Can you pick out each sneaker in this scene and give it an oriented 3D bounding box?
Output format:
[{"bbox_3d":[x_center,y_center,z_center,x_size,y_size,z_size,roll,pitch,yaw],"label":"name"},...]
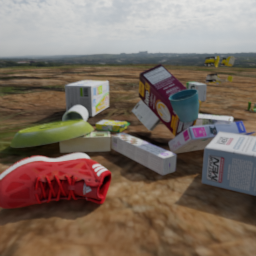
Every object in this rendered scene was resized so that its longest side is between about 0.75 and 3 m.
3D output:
[{"bbox_3d":[-1.274,1.060,5.378,1.333,0.904,2.308,13,21,41],"label":"sneaker"}]

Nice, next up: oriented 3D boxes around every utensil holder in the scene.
[{"bbox_3d":[-1.956,-0.379,10.518,0.797,0.797,0.938,1,17,2],"label":"utensil holder"}]

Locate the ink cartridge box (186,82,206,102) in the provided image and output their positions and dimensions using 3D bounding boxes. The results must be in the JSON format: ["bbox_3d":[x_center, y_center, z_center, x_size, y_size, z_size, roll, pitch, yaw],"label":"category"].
[{"bbox_3d":[3.973,-2.135,16.462,0.561,0.990,1.351,-6,16,-19],"label":"ink cartridge box"}]

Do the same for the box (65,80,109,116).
[{"bbox_3d":[-1.872,-1.475,13.356,1.254,1.392,2.475,4,16,13],"label":"box"}]

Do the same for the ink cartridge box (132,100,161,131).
[{"bbox_3d":[0.675,-0.464,10.261,1.096,0.597,0.276,49,18,30],"label":"ink cartridge box"}]

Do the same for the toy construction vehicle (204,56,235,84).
[{"bbox_3d":[3.171,-2.013,9.770,0.403,0.995,1.143,24,-13,-39],"label":"toy construction vehicle"}]

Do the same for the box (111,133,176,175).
[{"bbox_3d":[0.331,0.637,7.617,0.449,0.480,2.319,-11,18,-34],"label":"box"}]

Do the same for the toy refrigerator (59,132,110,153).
[{"bbox_3d":[-1.270,0.395,8.376,1.465,0.512,0.556,-1,16,-4],"label":"toy refrigerator"}]

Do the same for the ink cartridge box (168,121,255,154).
[{"bbox_3d":[2.342,0.265,7.916,2.096,0.440,1.251,-4,-20,-20],"label":"ink cartridge box"}]

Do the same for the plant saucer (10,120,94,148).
[{"bbox_3d":[-2.361,0.104,8.709,2.545,0.395,2.545,-10,7,1],"label":"plant saucer"}]

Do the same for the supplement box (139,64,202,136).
[{"bbox_3d":[1.339,-0.976,9.540,0.941,1.212,2.197,-27,57,-19],"label":"supplement box"}]

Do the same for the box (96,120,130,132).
[{"bbox_3d":[-0.560,-0.071,10.480,1.137,0.275,0.667,3,16,23],"label":"box"}]

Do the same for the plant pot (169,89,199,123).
[{"bbox_3d":[1.654,-0.597,7.944,0.813,0.764,0.813,-17,21,7],"label":"plant pot"}]

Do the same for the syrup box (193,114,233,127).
[{"bbox_3d":[2.899,-0.108,9.983,1.528,0.602,0.622,7,17,23],"label":"syrup box"}]

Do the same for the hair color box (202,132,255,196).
[{"bbox_3d":[3.238,0.865,6.018,2.925,0.887,1.448,10,18,28],"label":"hair color box"}]

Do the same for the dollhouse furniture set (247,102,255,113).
[{"bbox_3d":[6.119,-0.989,13.490,0.517,0.396,0.789,3,16,10],"label":"dollhouse furniture set"}]
